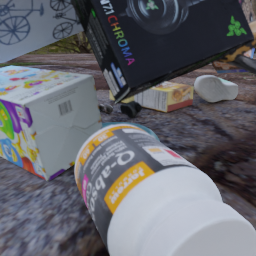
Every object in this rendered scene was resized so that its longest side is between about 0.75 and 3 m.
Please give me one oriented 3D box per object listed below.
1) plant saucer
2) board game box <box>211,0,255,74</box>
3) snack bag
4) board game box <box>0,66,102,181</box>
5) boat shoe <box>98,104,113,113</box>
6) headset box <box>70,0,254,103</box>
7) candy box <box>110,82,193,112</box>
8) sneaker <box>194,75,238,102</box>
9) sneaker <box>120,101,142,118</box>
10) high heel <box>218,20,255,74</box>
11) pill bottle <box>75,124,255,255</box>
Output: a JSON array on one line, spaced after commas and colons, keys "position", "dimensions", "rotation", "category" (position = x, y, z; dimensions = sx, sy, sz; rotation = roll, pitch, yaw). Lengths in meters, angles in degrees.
[{"position": [-0.285, 0.230, 6.801], "dimensions": [2.122, 0.291, 2.122], "rotation": [0, 19, 0], "category": "plant saucer"}, {"position": [3.117, -3.011, 8.700], "dimensions": [1.061, 1.747, 2.191], "rotation": [6, -17, 39], "category": "board game box"}, {"position": [-1.434, -2.351, 4.932], "dimensions": [2.634, 0.282, 2.483], "rotation": [-29, -14, -21], "category": "snack bag"}, {"position": [-2.187, -0.305, 6.028], "dimensions": [2.992, 1.541, 1.569], "rotation": [15, 34, 38], "category": "board game box"}, {"position": [-0.824, -0.637, 9.554], "dimensions": [0.240, 0.282, 0.842], "rotation": [-28, 26, -31], "category": "boat shoe"}, {"position": [0.544, -1.864, 4.585], "dimensions": [2.408, 2.097, 1.117], "rotation": [-23, 1, -15], "category": "headset box"}, {"position": [0.842, -1.344, 10.806], "dimensions": [2.860, 0.791, 1.651], "rotation": [16, 24, 41], "category": "candy box"}, {"position": [3.100, -1.651, 11.284], "dimensions": [2.621, 0.965, 1.546], "rotation": [2, 17, -42], "category": "sneaker"}, {"position": [0.185, -0.665, 9.384], "dimensions": [0.675, 0.389, 1.294], "rotation": [-12, 18, -20], "category": "sneaker"}, {"position": [2.570, -2.193, 5.436], "dimensions": [1.560, 2.188, 0.781], "rotation": [18, 23, -14], "category": "high heel"}, {"position": [0.236, 0.851, 3.236], "dimensions": [1.302, 1.302, 2.238], "rotation": [-7, 20, -22], "category": "pill bottle"}]
